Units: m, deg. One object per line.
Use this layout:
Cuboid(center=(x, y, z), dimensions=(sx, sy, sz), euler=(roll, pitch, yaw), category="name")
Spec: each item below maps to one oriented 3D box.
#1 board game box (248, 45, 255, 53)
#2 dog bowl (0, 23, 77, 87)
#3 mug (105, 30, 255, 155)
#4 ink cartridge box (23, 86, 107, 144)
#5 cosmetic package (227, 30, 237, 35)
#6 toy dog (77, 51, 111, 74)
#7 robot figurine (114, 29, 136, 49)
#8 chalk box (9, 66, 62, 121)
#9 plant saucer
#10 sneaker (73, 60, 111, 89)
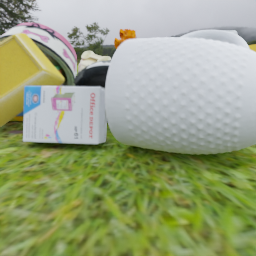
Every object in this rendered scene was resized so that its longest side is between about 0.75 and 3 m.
Cuboid(center=(2.391, -1.342, 7.552), dimensions=(2.936, 0.592, 2.246), euler=(-5, -12, 17), category="board game box")
Cuboid(center=(-2.941, -2.209, 9.271), dimensions=(2.789, 2.789, 1.028), euler=(5, 57, 17), category="dog bowl")
Cuboid(center=(1.334, -0.871, 5.390), dimensions=(2.553, 2.149, 2.912), euler=(7, 57, 26), category="mug")
Cuboid(center=(-1.294, -0.274, 5.915), dimensions=(1.625, 1.174, 0.688), euler=(1, 1, 5), category="ink cartridge box")
Cuboid(center=(2.705, -2.029, 9.838), dimensions=(1.804, 2.169, 1.815), euler=(-18, 10, -32), category="cosmetic package")
Cuboid(center=(-1.276, -1.826, 10.373), dimensions=(1.062, 1.521, 1.475), euler=(14, 44, 12), category="toy dog")
Cuboid(center=(-0.219, -2.321, 10.712), dimensions=(0.753, 2.588, 1.876), euler=(13, 39, 3), category="robot figurine")
Cuboid(center=(-2.798, -1.094, 8.496), dimensions=(2.479, 1.536, 1.547), euler=(-1, 16, -4), category="chalk box")
Cuboid(center=(-2.948, -1.361, 6.891), dimensions=(2.010, 2.011, 0.487), euler=(-38, -18, -13), category="plant saucer")
Cuboid(center=(-0.150, -0.951, 7.735), dimensions=(2.815, 1.066, 1.232), euler=(3, 49, -50), category="sneaker")
